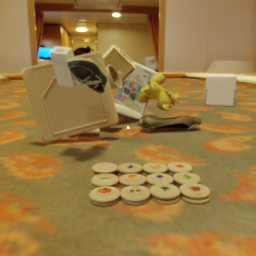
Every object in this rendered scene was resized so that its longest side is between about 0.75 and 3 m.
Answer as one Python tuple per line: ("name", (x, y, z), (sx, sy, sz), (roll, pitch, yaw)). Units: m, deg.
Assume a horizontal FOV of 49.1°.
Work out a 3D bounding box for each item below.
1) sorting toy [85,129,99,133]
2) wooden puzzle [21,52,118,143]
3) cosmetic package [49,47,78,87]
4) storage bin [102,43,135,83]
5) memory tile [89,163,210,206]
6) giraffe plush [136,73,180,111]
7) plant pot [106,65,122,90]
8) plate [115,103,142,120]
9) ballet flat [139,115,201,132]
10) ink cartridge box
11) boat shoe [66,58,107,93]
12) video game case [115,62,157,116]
("sorting toy", (-1.625, -0.125, 10.039), (1.147, 0.169, 0.848), (3, 33, -13))
("wooden puzzle", (-1.816, -1.001, 9.107), (2.619, 2.423, 0.488), (-16, 10, -13))
("cosmetic package", (-1.741, -1.668, 7.720), (0.533, 1.049, 0.388), (10, 46, 15))
("storage bin", (-0.584, -2.603, 11.948), (1.329, 1.339, 0.627), (40, 22, -20))
("memory tile", (0.396, 1.156, 6.198), (2.440, 0.205, 1.870), (-1, 14, -3))
("giraffe plush", (1.280, -1.274, 11.000), (1.345, 1.431, 1.658), (40, -5, 6))
("plant pot", (-0.837, -1.722, 10.417), (0.861, 0.941, 0.941), (-25, 6, 19))
("plate", (-0.684, -0.926, 12.480), (2.228, 0.361, 2.233), (18, 1, -37))
("ballet flat", (1.620, -0.110, 10.627), (2.452, 0.568, 0.826), (2, -23, -13))
("ink cartridge box", (5.552, -2.365, 16.993), (1.641, 1.685, 2.621), (3, 14, 15))
("boat shoe", (-1.102, -1.408, 7.761), (0.712, 0.588, 1.902), (-1, -7, 13))
("video game case", (0.322, -1.887, 13.172), (0.278, 2.133, 2.343), (4, 23, -38))
